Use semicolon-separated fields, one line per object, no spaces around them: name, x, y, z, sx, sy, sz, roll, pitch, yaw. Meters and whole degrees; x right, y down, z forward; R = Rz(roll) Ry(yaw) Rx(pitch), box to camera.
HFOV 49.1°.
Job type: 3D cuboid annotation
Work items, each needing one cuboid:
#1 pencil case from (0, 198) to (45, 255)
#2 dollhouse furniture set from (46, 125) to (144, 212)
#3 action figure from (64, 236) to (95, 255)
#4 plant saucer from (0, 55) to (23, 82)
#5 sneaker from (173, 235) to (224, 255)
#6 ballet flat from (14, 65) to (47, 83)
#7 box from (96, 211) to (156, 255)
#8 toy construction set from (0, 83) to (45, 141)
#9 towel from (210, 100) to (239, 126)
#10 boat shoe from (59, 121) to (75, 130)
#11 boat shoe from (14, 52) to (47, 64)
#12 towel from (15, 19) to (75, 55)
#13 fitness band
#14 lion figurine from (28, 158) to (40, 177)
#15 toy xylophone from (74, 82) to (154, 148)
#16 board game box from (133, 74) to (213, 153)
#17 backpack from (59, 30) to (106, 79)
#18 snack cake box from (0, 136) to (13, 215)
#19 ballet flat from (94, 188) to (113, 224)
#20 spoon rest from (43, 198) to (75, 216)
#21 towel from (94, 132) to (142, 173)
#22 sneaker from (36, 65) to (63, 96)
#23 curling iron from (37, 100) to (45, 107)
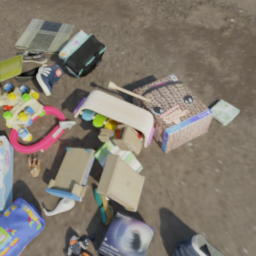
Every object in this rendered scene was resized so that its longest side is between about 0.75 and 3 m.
pencil case;-3.510;3.321;7.388;1.298;1.166;2.989;29;59;20
dollhouse furniture set;-0.933;1.294;8.824;2.475;1.615;2.337;0;59;33
action figure;-1.256;3.387;7.781;0.981;0.513;0.949;-33;69;-22
plant saucer;-5.066;-2.469;11.877;1.388;0.332;1.386;-22;41;0
sneaker;1.928;3.569;7.515;1.521;1.099;0.578;47;37;-3
ballet flat;-4.075;-2.311;11.894;1.474;0.419;0.490;-26;71;-6
box;-0.041;3.182;7.758;1.242;0.765;1.232;20;55;14
toy construction set;-4.359;-0.732;10.323;2.908;1.340;1.907;18;66;18
towel;3.692;-0.603;10.875;1.008;0.243;0.863;-38;63;-25
boat shoe;-2.207;-0.087;10.137;0.294;0.843;0.300;5;95;22
boat shoe;-4.477;-3.317;12.726;1.556;0.488;0.565;10;54;7
towel;-4.004;-4.409;13.674;2.324;0.417;2.413;10;52;4
fitness band;-3.288;0.067;10.311;1.543;0.402;2.149;29;59;23
lion figurine;-3.149;1.303;9.326;0.318;0.877;0.537;8;88;-30
toy xylophone;-0.272;-0.500;9.340;2.742;0.689;2.008;29;43;6
board game box;1.540;-0.594;10.299;1.873;1.138;2.349;-25;57;-17
backpack;-1.860;-2.913;11.412;1.482;1.934;1.700;41;87;-2
snack cake box;-4.525;1.633;8.820;1.496;0.874;2.602;-12;54;-7
ballet flat;-0.724;2.390;8.642;0.373;0.406;1.183;1;52;-32
spoon rest;-2.113;2.432;8.633;0.954;0.289;0.474;-19;42;-27
towel;-0.269;1.073;8.931;0.243;1.585;1.182;-15;27;48
sneaker;-2.830;-1.887;10.353;0.839;0.744;1.985;-22;37;-2
curling iron;-3.613;-1.013;11.202;1.133;0.145;0.281;36;19;12
